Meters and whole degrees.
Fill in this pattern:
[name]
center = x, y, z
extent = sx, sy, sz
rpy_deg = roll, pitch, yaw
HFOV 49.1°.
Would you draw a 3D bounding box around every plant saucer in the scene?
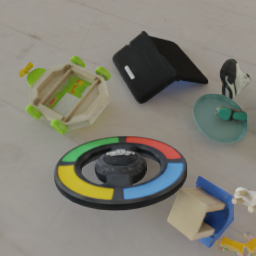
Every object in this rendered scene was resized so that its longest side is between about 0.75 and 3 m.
[plant saucer]
center = 2.545, -0.257, 7.860
extent = 1.610, 0.221, 1.610
rpy_deg = 6, 60, -10

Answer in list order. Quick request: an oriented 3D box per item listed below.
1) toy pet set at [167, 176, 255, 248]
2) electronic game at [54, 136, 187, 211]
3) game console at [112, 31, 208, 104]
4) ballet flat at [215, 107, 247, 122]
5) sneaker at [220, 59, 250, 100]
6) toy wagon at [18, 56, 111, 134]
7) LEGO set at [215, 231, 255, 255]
[toy pet set]
center = 1.931, 2.159, 5.393
extent = 1.284, 2.418, 2.258
rpy_deg = 10, 14, -43
[electronic game]
center = -0.163, 0.848, 6.244
extent = 2.912, 0.606, 2.912
rpy_deg = -3, 22, 1
[game console]
center = 0.997, -1.925, 9.253
extent = 2.163, 1.431, 2.459
rpy_deg = -36, 53, 11
[ballet flat]
center = 2.769, -0.381, 7.766
extent = 1.145, 0.412, 0.412
rpy_deg = 7, 49, -26
[sneaker]
center = 3.132, -1.540, 8.116
extent = 0.818, 1.421, 0.536
rpy_deg = -36, 50, -16
[toy wagon]
center = -1.922, -1.107, 8.046
extent = 2.820, 0.558, 2.188
rpy_deg = 27, 68, 22
[LEGO set]
center = 2.374, 2.480, 5.897
extent = 1.318, 0.491, 0.606
rpy_deg = -11, 37, 4
